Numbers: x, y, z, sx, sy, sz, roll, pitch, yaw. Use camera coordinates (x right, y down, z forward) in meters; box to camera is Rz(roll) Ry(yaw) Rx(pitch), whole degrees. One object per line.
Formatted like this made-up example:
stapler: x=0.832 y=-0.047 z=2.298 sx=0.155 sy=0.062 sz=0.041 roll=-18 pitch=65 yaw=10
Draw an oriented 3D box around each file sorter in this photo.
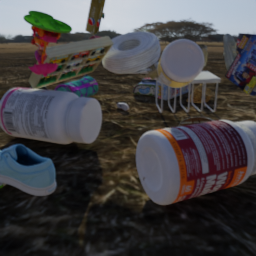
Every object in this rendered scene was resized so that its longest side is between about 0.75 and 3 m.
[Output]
file sorter: x=2.463 y=-1.553 z=12.237 sx=2.461 sy=1.533 sz=1.708 roll=-1 pitch=21 yaw=-2

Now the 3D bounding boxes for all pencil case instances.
pencil case: x=-2.467 y=-1.854 z=13.704 sx=1.193 sy=1.098 sz=2.581 roll=-30 pitch=6 yaw=28

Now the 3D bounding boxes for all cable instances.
cable: x=0.073 y=-2.747 z=10.153 sx=2.192 sy=0.759 sz=2.192 roll=-5 pitch=41 yaw=13

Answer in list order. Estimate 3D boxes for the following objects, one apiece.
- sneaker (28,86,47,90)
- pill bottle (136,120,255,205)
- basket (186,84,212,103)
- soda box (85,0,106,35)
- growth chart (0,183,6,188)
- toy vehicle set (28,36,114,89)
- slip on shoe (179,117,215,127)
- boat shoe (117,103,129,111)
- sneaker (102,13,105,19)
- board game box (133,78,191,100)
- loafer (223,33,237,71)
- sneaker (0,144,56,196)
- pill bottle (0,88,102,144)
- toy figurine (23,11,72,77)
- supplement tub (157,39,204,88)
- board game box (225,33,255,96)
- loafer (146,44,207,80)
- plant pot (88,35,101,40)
sneaker: x=-4.775 y=-1.597 z=13.912 sx=1.771 sy=0.662 sz=0.941 roll=-21 pitch=33 yaw=-28
pill bottle: x=1.677 y=0.629 z=6.075 sx=2.741 sy=1.502 sz=1.502 roll=-8 pitch=21 yaw=-23
basket: x=3.607 y=-1.544 z=13.973 sx=0.871 sy=0.909 sz=1.220 roll=39 pitch=29 yaw=8
soda box: x=-0.964 y=-3.285 z=8.186 sx=0.316 sy=0.989 sz=0.335 roll=25 pitch=35 yaw=10
growth chart: x=-3.588 y=1.099 z=6.746 sx=1.998 sy=0.177 sz=1.446 roll=9 pitch=21 yaw=23
toy vehicle set: x=-1.769 y=-2.088 z=8.849 sx=2.517 sy=0.334 sz=1.564 roll=-29 pitch=-8 yaw=-42
slip on shoe: x=2.756 y=0.207 z=8.546 sx=2.459 sy=0.935 sz=0.745 roll=2 pitch=-23 yaw=32
boat shoe: x=-0.177 y=-0.992 z=12.503 sx=0.279 sy=0.314 sz=0.852 roll=-17 pitch=26 yaw=-30
sneaker: x=-1.376 y=-4.874 z=12.237 sx=0.758 sy=0.303 sz=0.271 roll=-10 pitch=25 yaw=-21
board game box: x=1.802 y=-2.263 z=15.284 sx=2.797 sy=0.863 sz=2.796 roll=8 pitch=20 yaw=21
loafer: x=3.546 y=-2.679 z=9.890 sx=0.483 sy=1.380 sz=0.482 roll=8 pitch=-20 yaw=-27
sneaker: x=-2.618 y=0.706 z=6.298 sx=2.309 sy=0.946 sz=0.853 roll=13 pitch=21 yaw=12
pill bottle: x=-2.378 y=-0.359 z=8.705 sx=2.844 sy=1.612 sz=1.612 roll=8 pitch=21 yaw=20
toy figurine: x=-1.458 y=-1.368 z=4.738 sx=0.755 sy=0.925 sz=1.005 roll=-4 pitch=37 yaw=-36
supplement tub: x=1.234 y=-1.508 z=6.871 sx=0.977 sy=0.977 sz=1.343 roll=0 pitch=0 yaw=1
board game box: x=3.994 y=-2.217 z=8.928 sx=0.575 sy=1.863 sz=1.862 roll=11 pitch=30 yaw=-24
loafer: x=2.054 y=-2.531 z=11.637 sx=2.704 sy=0.923 sz=1.023 roll=-20 pitch=24 yaw=16
plant pot: x=-1.365 y=-3.767 z=12.701 sx=0.889 sy=0.889 sz=0.796 roll=19 pitch=3 yaw=42
